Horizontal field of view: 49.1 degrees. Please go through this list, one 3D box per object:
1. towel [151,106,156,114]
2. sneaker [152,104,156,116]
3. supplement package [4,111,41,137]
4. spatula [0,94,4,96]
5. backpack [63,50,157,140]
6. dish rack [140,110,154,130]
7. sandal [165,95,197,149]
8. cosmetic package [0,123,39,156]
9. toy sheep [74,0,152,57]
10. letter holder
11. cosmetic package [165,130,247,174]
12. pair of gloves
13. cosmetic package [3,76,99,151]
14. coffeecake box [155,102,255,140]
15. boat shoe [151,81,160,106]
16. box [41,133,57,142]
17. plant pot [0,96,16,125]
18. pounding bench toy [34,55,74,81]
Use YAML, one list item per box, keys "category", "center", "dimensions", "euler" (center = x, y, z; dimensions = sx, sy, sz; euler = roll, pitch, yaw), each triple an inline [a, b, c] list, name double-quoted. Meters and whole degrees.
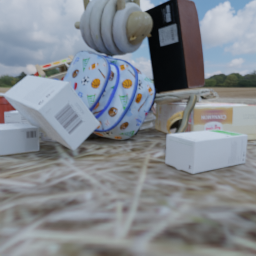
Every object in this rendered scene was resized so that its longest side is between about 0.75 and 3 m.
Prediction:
- category: "towel"
  center: [0.411, -1.233, 11.041]
  dimensions: [1.453, 0.234, 1.387]
  euler: [40, -5, 35]
- category: "sneaker"
  center: [0.918, -1.184, 11.612]
  dimensions: [0.622, 0.948, 1.647]
  euler: [-33, 42, 5]
- category: "supplement package"
  center: [-2.905, -0.173, 8.488]
  dimensions: [1.011, 0.720, 1.299]
  euler: [1, 8, 9]
- category: "spatula"
  center: [-4.163, -1.104, 11.134]
  dimensions: [1.649, 0.190, 2.372]
  euler: [20, 11, 18]
- category: "backpack"
  center: [-0.575, -0.869, 7.477]
  dimensions: [2.378, 2.496, 1.923]
  euler: [22, 3, 33]
- category: "dish rack"
  center: [-0.076, -0.764, 9.408]
  dimensions: [0.492, 1.938, 2.258]
  euler: [-48, -18, 29]
- category: "sandal"
  center: [1.128, -0.164, 6.358]
  dimensions: [0.432, 1.598, 0.642]
  euler: [27, -26, 3]
- category: "cosmetic package"
  center: [-3.054, 0.280, 5.641]
  dimensions: [2.254, 0.571, 0.930]
  euler: [-5, 11, -36]
- category: "toy sheep"
  center: [-0.492, -2.920, 7.872]
  dimensions: [2.691, 1.855, 1.855]
  euler: [18, 17, 37]
- category: "letter holder"
  center: [1.690, -2.465, 8.760]
  dimensions: [1.796, 2.527, 1.271]
  euler: [-14, 8, -43]
- category: "cosmetic package"
  center: [1.387, 0.385, 4.949]
  dimensions: [1.334, 0.566, 0.718]
  euler: [-3, 10, -34]
- category: "pair of gloves"
  center: [1.643, -0.902, 8.271]
  dimensions: [1.748, 0.360, 2.055]
  euler: [-2, 5, 30]
- category: "cosmetic package"
  center: [-1.697, -0.401, 5.952]
  dimensions: [0.786, 1.118, 2.205]
  euler: [-48, 36, -19]
- category: "coffeecake box"
  center: [2.190, -0.270, 8.333]
  dimensions: [1.998, 0.951, 2.603]
  euler: [-2, 8, -15]
- category: "boat shoe"
  center: [0.571, -1.097, 9.504]
  dimensions: [0.844, 0.723, 2.306]
  euler: [15, 28, 17]
- category: "box"
  center: [-1.734, 0.212, 7.489]
  dimensions: [0.923, 0.223, 0.731]
  euler: [4, 8, 27]
- category: "plant pot"
  center: [-4.188, -0.480, 9.360]
  dimensions: [0.997, 0.970, 0.997]
  euler: [-9, -3, -1]
- category: "pounding bench toy"
  center: [-2.530, -1.665, 10.746]
  dimensions: [1.742, 1.387, 2.233]
  euler: [-21, 34, -18]
